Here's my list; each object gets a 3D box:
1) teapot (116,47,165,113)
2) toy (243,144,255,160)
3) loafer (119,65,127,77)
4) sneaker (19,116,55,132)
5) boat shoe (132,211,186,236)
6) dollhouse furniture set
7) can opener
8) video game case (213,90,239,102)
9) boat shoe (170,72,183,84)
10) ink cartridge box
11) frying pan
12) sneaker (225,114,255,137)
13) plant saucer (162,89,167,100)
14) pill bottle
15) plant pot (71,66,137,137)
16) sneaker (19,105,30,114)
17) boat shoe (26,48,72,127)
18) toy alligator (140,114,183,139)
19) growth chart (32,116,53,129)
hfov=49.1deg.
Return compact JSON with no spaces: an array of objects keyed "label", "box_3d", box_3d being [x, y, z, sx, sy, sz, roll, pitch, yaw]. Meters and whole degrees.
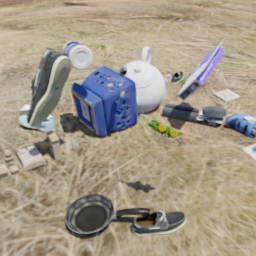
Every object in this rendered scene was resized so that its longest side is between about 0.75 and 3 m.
[{"label":"teapot","box_3d":[0.539,-2.324,13.885,2.836,2.098,2.873,-25,57,-13]},{"label":"toy","box_3d":[5.586,0.813,11.621,1.365,0.322,0.786,-14,37,-19]},{"label":"loafer","box_3d":[-0.176,-2.049,10.309,0.264,0.755,0.263,-5,76,-10]},{"label":"sneaker","box_3d":[-4.147,-0.382,12.798,1.794,0.735,0.663,15,29,7]},{"label":"boat shoe","box_3d":[0.976,2.845,8.549,1.734,0.586,0.623,-6,34,-11]},{"label":"dollhouse furniture set","box_3d":[-3.957,0.909,10.860,2.363,1.046,1.225,-20,40,-26]},{"label":"can opener","box_3d":[3.139,-0.838,13.363,2.955,0.988,0.788,13,37,17]},{"label":"video game case","box_3d":[5.421,-1.781,15.449,1.046,0.120,0.952,-17,39,-22]},{"label":"boat shoe","box_3d":[3.036,-3.166,17.093,0.533,0.501,1.483,17,37,25]},{"label":"ink cartridge box","box_3d":[3.237,-2.450,11.962,0.488,2.247,2.226,37,67,-1]},{"label":"frying pan","box_3d":[-0.707,2.585,8.877,2.550,0.415,1.542,-14,33,-11]},{"label":"sneaker","box_3d":[5.408,-0.076,12.529,2.025,0.749,0.833,11,39,16]},{"label":"plant saucer","box_3d":[0.692,-2.278,15.781,3.005,0.578,3.005,0,35,0]},{"label":"pill bottle","box_3d":[-2.021,-2.853,10.807,0.890,0.890,1.602,-15,30,-20]},{"label":"plant pot","box_3d":[-1.129,-1.123,12.684,2.134,2.374,2.373,-30,46,-27]},{"label":"sneaker","box_3d":[-4.905,-0.936,14.068,0.936,0.345,0.541,4,39,8]},{"label":"boat shoe","box_3d":[-2.913,-1.336,9.762,0.966,2.856,1.026,34,21,15]},{"label":"toy alligator","box_3d":[0.911,0.018,7.985,1.356,0.326,0.450,25,6,4]},{"label":"growth chart","box_3d":[-4.323,-0.405,13.528,0.935,0.115,1.292,25,42,32]}]
